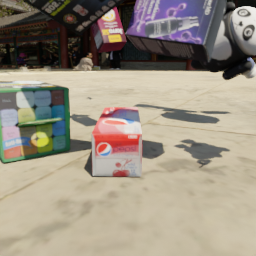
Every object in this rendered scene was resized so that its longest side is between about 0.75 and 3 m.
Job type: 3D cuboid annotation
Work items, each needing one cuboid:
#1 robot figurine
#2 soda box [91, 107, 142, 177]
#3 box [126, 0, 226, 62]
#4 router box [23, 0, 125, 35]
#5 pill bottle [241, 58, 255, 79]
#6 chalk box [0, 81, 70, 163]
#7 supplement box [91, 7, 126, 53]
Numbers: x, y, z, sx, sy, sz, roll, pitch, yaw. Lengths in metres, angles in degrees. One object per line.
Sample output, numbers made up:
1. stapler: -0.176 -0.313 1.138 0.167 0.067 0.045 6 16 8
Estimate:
1. robot figurine: 2.923 -2.551 8.362 2.349 1.765 1.466 -20 31 47
2. soda box: -0.189 0.164 6.247 0.945 0.856 2.698 0 15 0
3. box: 0.843 -1.858 4.883 1.426 1.055 0.744 15 -3 24
4. router box: -0.739 -2.344 4.475 1.640 0.509 1.229 -23 -29 36
5. pill bottle: 4.037 -2.201 9.743 1.063 0.590 0.590 36 -5 -29
6. chalk box: -2.298 -0.218 6.441 1.545 1.534 2.475 -8 17 -33
7. supplement box: -0.578 -2.686 7.418 0.668 1.211 0.519 -13 -8 -25
